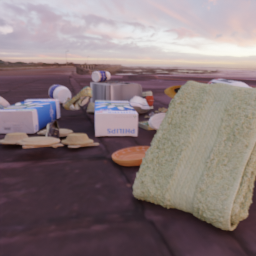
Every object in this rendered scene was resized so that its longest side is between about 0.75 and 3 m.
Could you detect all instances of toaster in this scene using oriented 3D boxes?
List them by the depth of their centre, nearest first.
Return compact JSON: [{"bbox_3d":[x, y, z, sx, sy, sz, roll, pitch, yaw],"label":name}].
[{"bbox_3d":[-0.740,-1.566,14.113,2.394,1.420,2.165,-9,15,-30],"label":"toaster"}]

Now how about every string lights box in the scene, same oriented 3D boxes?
[{"bbox_3d":[-0.534,-0.408,10.513,1.442,0.827,2.806,0,14,-7],"label":"string lights box"},{"bbox_3d":[-3.796,-0.506,10.892,1.448,0.831,2.819,0,14,5],"label":"string lights box"}]

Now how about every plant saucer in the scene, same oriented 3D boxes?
[{"bbox_3d":[0.163,0.712,6.997,1.130,0.212,1.130,-8,11,2],"label":"plant saucer"}]

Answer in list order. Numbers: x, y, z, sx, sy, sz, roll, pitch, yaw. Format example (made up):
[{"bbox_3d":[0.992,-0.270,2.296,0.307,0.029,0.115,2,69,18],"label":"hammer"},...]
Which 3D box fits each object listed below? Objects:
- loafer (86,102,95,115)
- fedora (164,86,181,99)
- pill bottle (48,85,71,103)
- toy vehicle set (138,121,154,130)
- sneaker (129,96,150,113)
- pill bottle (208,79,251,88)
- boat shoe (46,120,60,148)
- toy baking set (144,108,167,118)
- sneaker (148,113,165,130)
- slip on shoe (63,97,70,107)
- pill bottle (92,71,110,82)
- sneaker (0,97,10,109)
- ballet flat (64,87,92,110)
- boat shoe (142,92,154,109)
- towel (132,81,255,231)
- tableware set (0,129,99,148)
[{"bbox_3d":[-1.094,-0.833,12.366,1.573,0.537,0.595,4,-9,-39],"label":"loafer"},{"bbox_3d":[2.786,-1.134,12.710,2.521,1.028,2.521,4,27,-2],"label":"fedora"},{"bbox_3d":[-4.104,-2.025,16.871,1.022,1.022,1.766,-7,15,-28],"label":"pill bottle"},{"bbox_3d":[1.078,-0.128,10.826,1.215,0.161,0.755,-7,15,-28],"label":"toy vehicle set"},{"bbox_3d":[0.308,-1.071,12.859,0.724,0.702,1.984,-29,-12,23],"label":"sneaker"},{"bbox_3d":[4.772,-1.417,13.146,1.590,1.590,2.744,-2,15,-8],"label":"pill bottle"},{"bbox_3d":[-2.246,0.151,8.458,0.378,0.340,1.051,26,28,-33],"label":"boat shoe"},{"bbox_3d":[1.228,-0.580,12.253,1.072,0.125,0.823,-27,19,7],"label":"toy baking set"},{"bbox_3d":[1.142,-0.144,9.833,1.723,0.635,0.996,-10,-8,-42],"label":"sneaker"},{"bbox_3d":[-3.314,-1.410,15.512,0.369,0.463,1.219,3,15,-1],"label":"slip on shoe"},{"bbox_3d":[-1.397,-2.683,14.597,0.549,0.549,0.949,9,17,34],"label":"pill bottle"},{"bbox_3d":[-5.613,-0.925,10.557,0.966,1.070,2.612,9,-16,24],"label":"sneaker"},{"bbox_3d":[-2.112,-1.083,11.829,1.679,0.594,0.594,-34,-5,30],"label":"ballet flat"},{"bbox_3d":[0.338,-1.656,15.553,1.050,0.923,2.951,-12,17,-32],"label":"boat shoe"},{"bbox_3d":[1.383,0.247,5.144,2.094,0.515,2.823,9,59,37],"label":"towel"},{"bbox_3d":[-2.391,0.338,8.361,2.370,0.329,2.838,-5,8,-41],"label":"tableware set"}]
